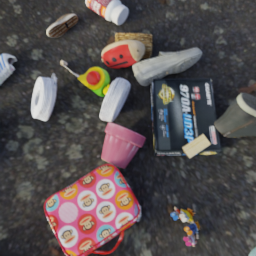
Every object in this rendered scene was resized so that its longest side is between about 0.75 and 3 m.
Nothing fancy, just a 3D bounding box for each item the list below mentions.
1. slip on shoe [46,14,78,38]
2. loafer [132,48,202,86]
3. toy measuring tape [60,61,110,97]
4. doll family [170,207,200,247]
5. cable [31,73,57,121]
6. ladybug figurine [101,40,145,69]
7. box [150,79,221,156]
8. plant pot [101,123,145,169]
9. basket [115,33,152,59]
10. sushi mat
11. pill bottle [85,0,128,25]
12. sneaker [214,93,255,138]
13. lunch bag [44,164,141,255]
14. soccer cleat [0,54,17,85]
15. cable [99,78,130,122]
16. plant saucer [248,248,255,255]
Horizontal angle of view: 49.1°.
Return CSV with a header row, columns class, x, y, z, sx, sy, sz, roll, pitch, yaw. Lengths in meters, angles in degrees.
class,x,y,z,sx,sy,sz,roll,pitch,yaw
slip on shoe,-2.969,-4.554,12.348,0.489,0.613,1.613,37,71,28
loafer,1.600,-2.694,11.385,2.968,1.038,1.036,-22,72,-13
toy measuring tape,-1.591,-2.230,11.297,2.706,0.995,0.995,39,74,20
doll family,2.056,3.197,9.319,0.624,0.859,1.384,-34,70,22
cable,-3.189,-1.090,10.511,0.561,1.622,1.622,10,55,-32
ladybug figurine,-0.232,-2.877,11.256,1.919,1.302,0.690,-11,68,29
box,2.099,-0.426,10.720,2.381,0.689,2.995,0,69,0
plant pot,-0.284,0.674,10.019,1.463,1.463,1.309,23,87,8
basket,0.224,-3.680,11.733,1.563,1.116,1.165,2,70,0
sushi mat,2.411,0.647,9.911,0.964,0.058,0.461,-32,74,-10
pill bottle,-0.933,-5.398,12.449,1.803,0.988,0.988,38,74,13
sneaker,4.637,-0.047,10.002,2.925,1.554,1.094,27,46,-11
lunch bag,-1.046,2.846,9.227,2.846,1.166,2.507,-29,72,-10
soccer cleat,-5.138,-2.269,11.463,0.773,0.626,1.791,10,69,3
cable,-0.491,-1.007,10.397,0.598,1.727,1.728,24,78,2
plant saucer,4.783,4.726,8.956,1.950,0.375,1.950,0,68,0
